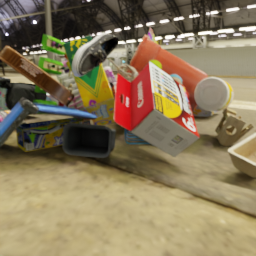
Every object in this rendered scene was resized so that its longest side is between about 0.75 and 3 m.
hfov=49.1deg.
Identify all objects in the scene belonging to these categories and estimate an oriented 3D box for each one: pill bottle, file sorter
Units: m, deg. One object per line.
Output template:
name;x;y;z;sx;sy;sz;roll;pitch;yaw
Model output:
pill bottle;-0.915;-2.201;13.253;0.688;1.226;0.688;-25;-3;-2
file sorter;0.353;-0.171;8.972;0.954;1.079;1.556;0;13;0
pill bottle;2.815;-1.048;8.988;1.005;1.005;1.811;7;7;26
pill bottle;-4.432;-0.221;9.917;0.738;0.738;1.268;9;15;32

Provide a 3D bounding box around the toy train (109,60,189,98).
toy train;0.689;-1.669;8.832;2.707;1.146;1.566;36;37;-17

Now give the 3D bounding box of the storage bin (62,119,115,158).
storage bin;-0.993;0.241;7.778;1.358;0.988;0.912;4;4;14

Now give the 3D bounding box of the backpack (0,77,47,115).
backpack;-5.220;-1.311;12.436;2.608;1.651;2.176;9;1;31

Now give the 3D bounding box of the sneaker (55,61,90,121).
sneaker;-2.130;-1.398;11.686;1.109;2.757;1.219;-22;-15;-8

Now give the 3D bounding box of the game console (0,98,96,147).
game console;-2.550;0.022;7.915;1.669;2.407;2.820;41;-8;-21

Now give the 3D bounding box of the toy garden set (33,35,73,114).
toy garden set;-2.424;-1.761;10.135;0.521;2.611;2.177;12;7;17

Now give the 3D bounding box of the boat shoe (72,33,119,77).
boat shoe;-0.789;-1.930;7.360;0.586;0.618;1.768;12;45;27

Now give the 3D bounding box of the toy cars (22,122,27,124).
toy cars;-3.526;-0.219;9.409;0.351;0.784;0.174;-14;4;6

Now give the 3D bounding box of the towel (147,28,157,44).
towel;1.157;-3.965;13.250;0.186;1.176;1.638;-15;32;21

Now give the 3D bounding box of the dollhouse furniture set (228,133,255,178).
dollhouse furniture set;3.837;-0.029;6.043;2.885;2.048;2.286;-21;36;-36

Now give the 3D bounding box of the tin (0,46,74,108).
tin;-2.696;-1.511;8.321;2.528;0.529;1.415;35;-7;5

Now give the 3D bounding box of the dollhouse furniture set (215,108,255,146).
dollhouse furniture set;3.569;0.155;8.861;1.428;0.898;1.614;28;18;8

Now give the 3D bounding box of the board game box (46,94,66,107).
board game box;-3.015;-1.442;14.505;2.654;0.576;2.641;6;9;5

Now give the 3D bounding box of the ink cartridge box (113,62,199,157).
ink cartridge box;0.664;-0.630;7.137;1.895;0.905;2.158;30;35;-24

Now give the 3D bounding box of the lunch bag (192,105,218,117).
lunch bag;3.163;-1.217;13.068;1.957;1.244;1.660;2;13;34

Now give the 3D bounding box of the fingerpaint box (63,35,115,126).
fingerpaint box;-1.130;-1.379;9.316;0.951;2.163;2.593;-19;-13;-3

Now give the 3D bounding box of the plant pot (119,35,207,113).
plant pot;1.388;-1.732;11.184;2.852;2.933;2.933;24;15;0

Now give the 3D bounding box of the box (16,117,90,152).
box;-2.225;0.147;8.497;2.090;0.672;0.732;-9;17;-35

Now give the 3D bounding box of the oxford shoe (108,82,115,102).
oxford shoe;-0.766;-1.492;11.892;0.639;1.761;0.627;-32;32;27
